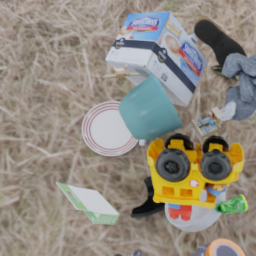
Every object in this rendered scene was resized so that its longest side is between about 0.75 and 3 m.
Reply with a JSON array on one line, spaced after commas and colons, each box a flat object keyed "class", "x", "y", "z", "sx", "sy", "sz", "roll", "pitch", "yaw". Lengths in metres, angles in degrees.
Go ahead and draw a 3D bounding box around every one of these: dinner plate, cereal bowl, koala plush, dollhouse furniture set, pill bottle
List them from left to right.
[{"class": "dinner plate", "x": -0.661, "y": 0.026, "z": 11.329, "sx": 2.401, "sy": 0.291, "sz": 2.401, "roll": 0, "pitch": 66, "yaw": -1}, {"class": "cereal bowl", "x": 2.075, "y": 2.240, "z": 8.335, "sx": 0.805, "sy": 1.933, "sz": 1.933, "roll": 42, "pitch": 69, "yaw": -20}, {"class": "dollhouse furniture set", "x": 1.993, "y": -0.186, "z": 7.124, "sx": 0.554, "sy": 0.786, "sz": 0.550, "roll": -25, "pitch": 60, "yaw": -5}, {"class": "pill bottle", "x": 1.931, "y": 3.565, "z": 6.558, "sx": 1.226, "sy": 2.308, "sz": 1.226, "roll": 7, "pitch": 38, "yaw": -5}, {"class": "koala plush", "x": 3.452, "y": -0.940, "z": 8.123, "sx": 1.659, "sy": 1.871, "sz": 1.719, "roll": -8, "pitch": 47, "yaw": -36}]

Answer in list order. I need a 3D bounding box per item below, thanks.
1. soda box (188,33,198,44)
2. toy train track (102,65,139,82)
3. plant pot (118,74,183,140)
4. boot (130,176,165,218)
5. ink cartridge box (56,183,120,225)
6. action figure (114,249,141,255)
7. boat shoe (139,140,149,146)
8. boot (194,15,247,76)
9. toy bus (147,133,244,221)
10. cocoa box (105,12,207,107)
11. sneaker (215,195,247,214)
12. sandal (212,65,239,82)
[{"class": "soda box", "x": 2.241, "y": -3.268, "z": 10.697, "sx": 0.283, "sy": 0.830, "sz": 0.263, "roll": 34, "pitch": 60, "yaw": -27}, {"class": "toy train track", "x": -0.197, "y": -1.530, "z": 7.881, "sx": 1.002, "sy": 1.747, "sz": 0.284, "roll": -4, "pitch": 92, "yaw": 2}, {"class": "plant pot", "x": 0.539, "y": -0.437, "z": 7.897, "sx": 1.360, "sy": 1.695, "sz": 1.695, "roll": -30, "pitch": 69, "yaw": 6}, {"class": "boot", "x": 0.741, "y": 2.432, "z": 10.055, "sx": 1.720, "sy": 0.647, "sz": 1.286, "roll": -14, "pitch": 74, "yaw": -17}, {"class": "ink cartridge box", "x": -0.979, "y": 1.761, "z": 6.468, "sx": 1.020, "sy": 1.402, "sz": 0.336, "roll": 34, "pitch": 97, "yaw": 42}, {"class": "action figure", "x": 0.132, "y": 3.386, "z": 6.580, "sx": 2.071, "sy": 2.003, "sz": 1.083, "roll": 6, "pitch": 68, "yaw": -17}, {"class": "boat shoe", "x": 1.123, "y": -0.281, "z": 11.229, "sx": 0.791, "sy": 0.835, "sz": 2.389, "roll": 18, "pitch": 60, "yaw": 9}, {"class": "boot", "x": 3.123, "y": -2.737, "z": 9.167, "sx": 2.408, "sy": 0.886, "sz": 0.908, "roll": 42, "pitch": 38, "yaw": -16}, {"class": "toy bus", "x": 1.692, "y": 1.364, "z": 7.167, "sx": 2.254, "sy": 1.530, "sz": 2.164, "roll": 1, "pitch": 105, "yaw": 17}, {"class": "cocoa box", "x": 1.040, "y": -2.230, "z": 9.381, "sx": 1.857, "sy": 2.784, "sz": 1.827, "roll": 21, "pitch": 82, "yaw": 44}, {"class": "sneaker", "x": 2.548, "y": 1.961, "z": 6.940, "sx": 0.446, "sy": 1.066, "sz": 0.395, "roll": -8, "pitch": 65, "yaw": -20}, {"class": "sandal", "x": 4.342, "y": -2.403, "z": 12.377, "sx": 1.272, "sy": 0.363, "sz": 0.505, "roll": 33, "pitch": 72, "yaw": 30}]
